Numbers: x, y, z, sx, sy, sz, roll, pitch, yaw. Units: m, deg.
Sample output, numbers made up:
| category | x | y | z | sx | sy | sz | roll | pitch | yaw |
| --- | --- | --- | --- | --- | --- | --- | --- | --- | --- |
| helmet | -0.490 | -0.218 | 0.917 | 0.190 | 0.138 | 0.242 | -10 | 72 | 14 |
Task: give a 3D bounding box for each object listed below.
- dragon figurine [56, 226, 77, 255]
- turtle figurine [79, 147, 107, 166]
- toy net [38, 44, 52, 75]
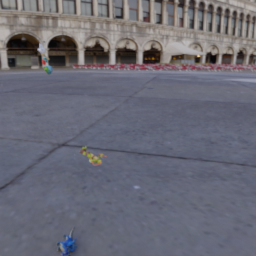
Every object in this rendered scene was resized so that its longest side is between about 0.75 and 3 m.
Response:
| category | x | y | z | sx | sy | sz | roll | pitch | yaw |
| --- | --- | --- | --- | --- | --- | --- | --- | --- | --- |
| dragon figurine | -1.198 | 2.396 | 5.790 | 0.409 | 0.242 | 0.822 | 6 | 18 | 22 |
| turtle figurine | -0.853 | 0.704 | 6.787 | 0.615 | 0.246 | 0.763 | 36 | 20 | 9 |
| toy net | -3.689 | -2.993 | 12.151 | 0.261 | 1.349 | 0.708 | -22 | 0 | 16 |
